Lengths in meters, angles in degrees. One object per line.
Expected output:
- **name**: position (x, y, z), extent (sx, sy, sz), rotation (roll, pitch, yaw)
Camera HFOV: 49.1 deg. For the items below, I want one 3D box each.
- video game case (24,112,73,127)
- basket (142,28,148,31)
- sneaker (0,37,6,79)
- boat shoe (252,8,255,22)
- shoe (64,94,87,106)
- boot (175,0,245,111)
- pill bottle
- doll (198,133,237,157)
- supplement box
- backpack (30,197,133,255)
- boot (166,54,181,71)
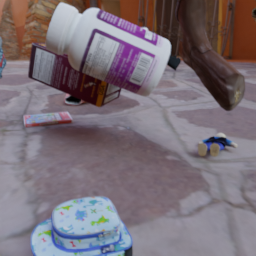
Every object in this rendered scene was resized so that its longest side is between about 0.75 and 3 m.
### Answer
- **video game case**: position (-3.468, -0.379, 12.082), extent (1.935, 0.169, 1.384), rotation (-7, 19, -19)
- **basket**: position (0.106, -3.569, 13.382), extent (1.857, 1.841, 1.494), rotation (6, 48, 32)
- **sneaker**: position (-4.061, -2.127, 8.574), extent (0.567, 1.430, 0.683), rotation (25, 18, 16)
- **boat shoe**: position (2.819, -2.498, 6.056), extent (0.270, 0.301, 0.813), rotation (4, 1, 13)
- **shoe**: position (-2.258, -1.655, 15.089), extent (2.330, 0.832, 1.060), rotation (-6, 19, 0)
- **boot**: position (2.069, -1.889, 6.808), extent (0.831, 2.412, 2.588), rotation (-21, 54, -3)
- **pill bottle**: position (-0.539, -2.087, 7.427), extent (2.978, 1.672, 1.672), rotation (21, 15, -10)
- **doll**: position (2.799, 0.514, 8.863), extent (1.230, 0.437, 1.803), rotation (0, 10, 28)
- **supplement box**: position (-1.756, -1.937, 9.774), extent (2.929, 1.254, 1.616), rotation (23, 24, 14)
- **backpack**: position (-0.728, 1.705, 4.238), extent (1.402, 1.030, 1.283), rotation (-10, 16, -16)
- **boot**: position (1.870, -3.032, 13.220), extent (1.003, 1.224, 0.453), rotation (30, -27, -6)
